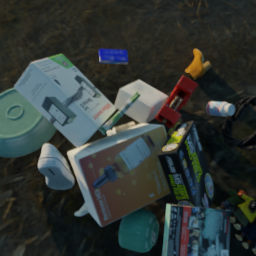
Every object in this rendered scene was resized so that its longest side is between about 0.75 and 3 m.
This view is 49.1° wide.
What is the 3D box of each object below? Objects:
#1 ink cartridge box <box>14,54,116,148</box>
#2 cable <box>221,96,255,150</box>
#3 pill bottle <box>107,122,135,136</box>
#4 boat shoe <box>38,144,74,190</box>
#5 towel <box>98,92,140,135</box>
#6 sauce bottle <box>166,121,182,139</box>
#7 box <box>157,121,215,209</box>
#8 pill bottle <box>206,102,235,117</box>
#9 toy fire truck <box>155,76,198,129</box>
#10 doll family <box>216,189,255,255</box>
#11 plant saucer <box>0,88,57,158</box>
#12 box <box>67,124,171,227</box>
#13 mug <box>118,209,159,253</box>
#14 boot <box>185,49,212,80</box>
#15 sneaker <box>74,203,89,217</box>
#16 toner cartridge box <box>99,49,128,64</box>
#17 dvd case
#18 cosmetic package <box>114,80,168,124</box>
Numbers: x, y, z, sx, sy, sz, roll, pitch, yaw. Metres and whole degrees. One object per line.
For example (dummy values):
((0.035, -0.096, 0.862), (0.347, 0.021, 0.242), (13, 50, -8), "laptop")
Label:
((-1.664, -0.818, 7.946), (2.361, 1.718, 0.992), (44, 116, -5), "ink cartridge box")
((3.605, -0.160, 8.753), (0.523, 2.057, 1.679), (9, 87, -18), "cable")
((-0.195, 0.200, 9.610), (1.001, 0.570, 0.570), (-17, 67, -3), "pill bottle")
((-1.879, 1.091, 7.569), (0.768, 2.089, 0.697), (-2, 61, -6), "boat shoe")
((-0.280, -0.415, 7.889), (0.227, 1.103, 1.478), (43, 85, -6), "towel")
((1.437, 0.308, 9.001), (0.471, 0.471, 1.426), (28, 41, 11), "sauce bottle")
((1.725, 1.315, 7.818), (0.546, 1.977, 2.468), (-12, 107, 31), "box")
((3.008, -0.610, 9.135), (0.467, 0.858, 0.467), (-4, 99, -31), "pill bottle")
((1.548, -0.775, 9.331), (0.611, 2.505, 1.766), (33, 85, 4), "toy fire truck")
((3.934, 2.872, 8.553), (1.380, 0.937, 2.388), (-30, 75, -17), "doll family")
((-3.695, -0.409, 9.381), (2.879, 0.517, 2.879), (-4, 58, 6), "plant saucer")
((-0.111, 1.193, 7.924), (2.546, 1.354, 1.939), (-22, 101, -21), "box")
((0.405, 2.847, 7.967), (0.863, 1.396, 1.147), (6, 103, 23), "mug")
((2.617, -2.528, 11.111), (0.903, 0.444, 1.261), (-33, 51, 8), "boot")
((-1.329, 2.480, 8.659), (0.759, 0.284, 0.378), (-24, 89, 4), "sneaker")
((-0.579, -2.789, 10.983), (1.099, 0.237, 0.522), (-1, 71, -14), "toner cartridge box")
((1.689, 2.630, 6.723), (1.948, 0.214, 1.422), (12, 77, -26), "dvd case")
((0.447, -0.880, 9.399), (1.254, 0.773, 1.258), (32, 38, 18), "cosmetic package")
